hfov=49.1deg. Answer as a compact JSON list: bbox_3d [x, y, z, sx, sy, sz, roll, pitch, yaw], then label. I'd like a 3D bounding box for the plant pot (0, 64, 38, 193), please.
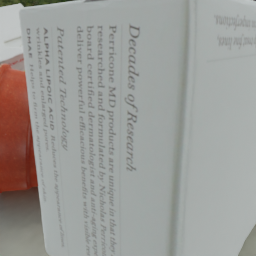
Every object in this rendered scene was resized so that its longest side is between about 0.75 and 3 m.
[{"bbox_3d":[-1.079,0.092,4.835,2.067,2.125,2.125,4,17,-14],"label":"plant pot"}]

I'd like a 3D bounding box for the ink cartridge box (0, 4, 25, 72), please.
[{"bbox_3d":[-2.850,-1.213,5.530,2.321,0.968,1.684,-31,12,38],"label":"ink cartridge box"}]

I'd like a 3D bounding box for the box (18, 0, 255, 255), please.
[{"bbox_3d":[0.541,0.076,3.331,1.821,2.786,2.772,14,22,38],"label":"box"}]
